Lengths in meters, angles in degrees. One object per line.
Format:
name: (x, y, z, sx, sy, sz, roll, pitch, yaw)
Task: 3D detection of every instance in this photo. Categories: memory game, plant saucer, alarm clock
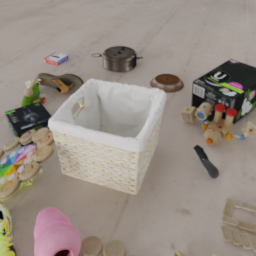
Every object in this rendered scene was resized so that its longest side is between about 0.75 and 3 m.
memory game: (-0.790, 3.420, 5.709, 2.639, 0.168, 2.639, 0, 37, 0)
plant saucer: (1.783, -2.114, 12.829, 1.567, 0.287, 1.567, 1, 37, 0)
memory game: (-3.252, 0.985, 7.749, 2.908, 0.185, 2.908, -21, 32, 14)
alarm clock: (-0.704, -3.629, 14.390, 2.632, 0.876, 1.775, 11, 39, 18)

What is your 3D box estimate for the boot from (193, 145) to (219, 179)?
boot: (2.354, 1.012, 8.494, 0.308, 0.773, 0.938, -33, 24, 8)

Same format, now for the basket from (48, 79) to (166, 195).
basket: (-0.445, 0.159, 8.338, 2.649, 2.130, 2.625, 12, 39, 16)

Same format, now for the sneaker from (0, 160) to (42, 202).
sneaker: (-3.096, 1.460, 7.909, 0.607, 0.599, 1.588, 16, 42, 21)

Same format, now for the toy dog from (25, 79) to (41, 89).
toy dog: (-3.992, -1.679, 11.986, 0.758, 0.545, 0.782, -27, 45, 4)

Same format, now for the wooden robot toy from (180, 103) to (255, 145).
wooden robot toy: (2.892, -0.030, 9.524, 2.720, 1.198, 1.234, 25, 55, 30)

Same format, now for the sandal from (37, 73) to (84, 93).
sandal: (-2.979, -1.882, 12.077, 2.261, 0.924, 0.617, 9, 55, 9)

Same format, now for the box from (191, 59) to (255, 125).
box: (3.823, -1.347, 10.674, 2.342, 1.456, 1.739, -31, 47, -25)

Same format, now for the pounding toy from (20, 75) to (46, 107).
pounding toy: (-3.619, -1.209, 10.993, 0.663, 1.429, 1.103, 28, 53, -7)

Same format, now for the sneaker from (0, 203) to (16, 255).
sneaker: (-3.003, 2.550, 6.401, 0.695, 0.704, 1.843, -14, 41, -20)

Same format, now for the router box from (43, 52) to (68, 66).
router box: (-3.818, -3.667, 14.873, 0.886, 0.241, 0.987, 16, 40, 20)

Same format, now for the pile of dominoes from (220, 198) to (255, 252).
pile of dominoes: (3.190, 2.538, 6.922, 1.739, 0.277, 1.356, 11, 39, 27)

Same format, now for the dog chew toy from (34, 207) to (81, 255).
dog chew toy: (-1.670, 2.363, 6.284, 0.973, 0.973, 1.563, -18, 26, -22)

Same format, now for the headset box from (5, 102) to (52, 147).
headset box: (-3.466, -0.189, 9.964, 1.327, 0.707, 1.524, -22, 43, -26)

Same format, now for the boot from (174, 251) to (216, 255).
boot: (1.573, 2.974, 6.127, 0.773, 0.362, 0.994, -25, 45, -28)
